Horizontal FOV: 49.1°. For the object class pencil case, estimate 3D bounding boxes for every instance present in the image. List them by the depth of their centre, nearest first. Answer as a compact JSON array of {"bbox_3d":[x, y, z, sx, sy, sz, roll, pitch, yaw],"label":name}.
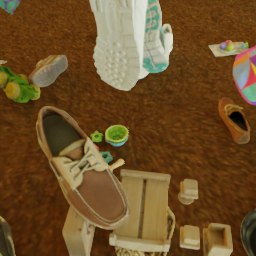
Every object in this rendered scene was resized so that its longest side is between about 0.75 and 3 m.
[{"bbox_3d":[2.716,-1.221,4.146,1.026,2.321,1.026,23,52,-33],"label":"pencil case"},{"bbox_3d":[-3.915,-3.920,8.185,1.357,0.627,0.577,27,54,-28],"label":"pencil case"}]

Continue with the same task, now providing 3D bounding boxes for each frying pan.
[{"bbox_3d":[2.918,1.968,5.914,1.547,0.416,2.557,-7,44,-8],"label":"frying pan"}]

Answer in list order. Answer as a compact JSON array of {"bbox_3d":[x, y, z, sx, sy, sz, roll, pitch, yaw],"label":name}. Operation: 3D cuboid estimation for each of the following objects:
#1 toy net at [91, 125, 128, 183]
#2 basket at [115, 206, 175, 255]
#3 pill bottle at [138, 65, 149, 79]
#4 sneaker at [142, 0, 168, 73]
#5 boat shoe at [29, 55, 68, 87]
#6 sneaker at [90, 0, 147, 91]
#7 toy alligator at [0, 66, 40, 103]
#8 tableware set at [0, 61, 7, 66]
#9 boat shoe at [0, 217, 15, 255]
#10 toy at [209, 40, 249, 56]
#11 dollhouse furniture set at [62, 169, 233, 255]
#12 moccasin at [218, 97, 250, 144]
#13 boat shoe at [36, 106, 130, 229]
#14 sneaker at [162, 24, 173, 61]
[{"bbox_3d":[-0.633,0.774,7.100,1.110,0.408,2.115,5,46,5],"label":"toy net"},{"bbox_3d":[0.399,1.987,5.536,0.941,0.902,1.264,16,48,17],"label":"basket"},{"bbox_3d":[-0.101,-2.543,9.926,1.096,1.096,1.895,-33,53,-28],"label":"pill bottle"},{"bbox_3d":[0.446,-2.343,6.552,0.814,2.099,0.957,-5,49,10],"label":"sneaker"},{"bbox_3d":[-2.848,-2.001,9.733,0.675,0.712,1.881,13,37,18],"label":"boat shoe"},{"bbox_3d":[-0.041,-1.930,5.537,1.063,2.782,1.120,19,54,10],"label":"sneaker"},{"bbox_3d":[-3.862,-1.473,9.098,2.937,0.706,0.974,36,21,30],"label":"toy alligator"},{"bbox_3d":[-4.768,-1.817,9.234,1.710,0.198,1.428,-27,14,-11],"label":"tableware set"},{"bbox_3d":[-2.169,2.628,4.935,0.856,0.806,2.384,-38,66,7],"label":"boat shoe"},{"bbox_3d":[4.081,-3.268,11.188,1.455,0.343,0.838,-5,45,-5],"label":"toy"},{"bbox_3d":[0.368,1.825,5.484,2.819,1.248,1.461,5,45,4],"label":"dollhouse furniture set"},{"bbox_3d":[3.033,-0.333,8.034,0.611,0.644,1.670,1,45,1],"label":"moccasin"},{"bbox_3d":[-0.900,0.627,4.878,0.965,0.915,2.547,-36,68,-19],"label":"boat shoe"},{"bbox_3d":[1.213,-3.060,10.594,0.858,0.904,2.246,11,48,8],"label":"sneaker"}]
